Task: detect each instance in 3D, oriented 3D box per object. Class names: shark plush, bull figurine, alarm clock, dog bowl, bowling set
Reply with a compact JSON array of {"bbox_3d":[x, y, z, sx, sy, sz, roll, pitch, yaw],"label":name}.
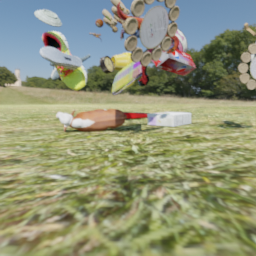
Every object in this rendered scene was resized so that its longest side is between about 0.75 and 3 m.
[{"bbox_3d":[-2.749,-2.874,13.571,2.130,0.968,0.887,-20,25,-14],"label":"shark plush"},{"bbox_3d":[-1.309,-0.291,10.173,2.476,0.806,1.503,-1,6,-9],"label":"bull figurine"},{"bbox_3d":[-0.783,-2.421,10.792,0.318,0.645,0.956,-13,4,32],"label":"alarm clock"},{"bbox_3d":[1.888,-4.057,14.309,2.168,2.168,0.799,3,45,24],"label":"dog bowl"},{"bbox_3d":[-0.541,-3.841,10.219,1.113,0.859,1.600,-43,-5,0],"label":"bowling set"}]

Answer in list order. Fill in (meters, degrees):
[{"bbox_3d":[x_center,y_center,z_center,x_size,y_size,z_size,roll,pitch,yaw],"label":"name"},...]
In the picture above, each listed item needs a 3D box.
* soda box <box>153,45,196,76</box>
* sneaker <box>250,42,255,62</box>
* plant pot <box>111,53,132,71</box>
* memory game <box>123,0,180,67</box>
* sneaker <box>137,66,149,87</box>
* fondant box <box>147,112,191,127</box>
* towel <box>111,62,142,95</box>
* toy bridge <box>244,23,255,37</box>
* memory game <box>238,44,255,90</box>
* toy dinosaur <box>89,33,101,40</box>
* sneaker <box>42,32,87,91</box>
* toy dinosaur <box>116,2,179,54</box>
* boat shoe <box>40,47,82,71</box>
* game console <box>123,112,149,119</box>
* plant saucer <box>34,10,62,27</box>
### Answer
[{"bbox_3d":[1.904,-2.792,11.659,2.144,0.750,0.680,3,-30,-48],"label":"soda box"},{"bbox_3d":[4.830,-3.089,9.507,0.696,1.983,0.813,5,8,-25],"label":"sneaker"},{"bbox_3d":[-0.364,-3.461,14.944,1.017,1.081,1.081,-7,9,-30],"label":"plant pot"},{"bbox_3d":[0.620,-2.529,7.036,1.993,1.993,0.127,-7,32,-47],"label":"memory game"},{"bbox_3d":[0.531,-3.294,15.711,0.824,2.078,0.993,-30,51,-15],"label":"sneaker"},{"bbox_3d":[1.871,-0.408,12.579,1.295,0.523,1.795,5,7,36],"label":"fondant box"},{"bbox_3d":[-0.017,-1.652,8.925,1.147,0.182,1.597,-33,26,20],"label":"towel"},{"bbox_3d":[4.292,-3.171,9.237,0.142,0.350,1.042,-39,45,-11],"label":"toy bridge"},{"bbox_3d":[4.384,-2.011,9.200,1.665,1.665,0.106,-1,14,-9],"label":"memory game"},{"bbox_3d":[-1.579,-4.723,14.431,0.894,0.270,0.475,22,-1,-37],"label":"toy dinosaur"},{"bbox_3d":[-2.602,-2.602,10.968,1.036,2.651,1.197,-32,0,11],"label":"sneaker"},{"bbox_3d":[0.673,-2.921,8.759,1.833,1.061,2.020,17,8,14],"label":"toy dinosaur"},{"bbox_3d":[-2.538,-2.425,10.200,1.652,0.610,0.704,4,-24,-46],"label":"boat shoe"},{"bbox_3d":[-0.164,-0.828,16.911,2.760,0.428,2.441,5,8,36],"label":"game console"},{"bbox_3d":[-2.757,-3.884,9.774,0.970,0.243,0.970,24,31,-16],"label":"plant saucer"}]
